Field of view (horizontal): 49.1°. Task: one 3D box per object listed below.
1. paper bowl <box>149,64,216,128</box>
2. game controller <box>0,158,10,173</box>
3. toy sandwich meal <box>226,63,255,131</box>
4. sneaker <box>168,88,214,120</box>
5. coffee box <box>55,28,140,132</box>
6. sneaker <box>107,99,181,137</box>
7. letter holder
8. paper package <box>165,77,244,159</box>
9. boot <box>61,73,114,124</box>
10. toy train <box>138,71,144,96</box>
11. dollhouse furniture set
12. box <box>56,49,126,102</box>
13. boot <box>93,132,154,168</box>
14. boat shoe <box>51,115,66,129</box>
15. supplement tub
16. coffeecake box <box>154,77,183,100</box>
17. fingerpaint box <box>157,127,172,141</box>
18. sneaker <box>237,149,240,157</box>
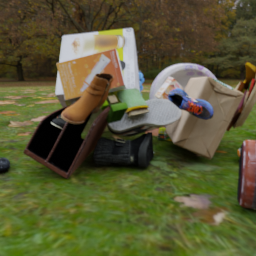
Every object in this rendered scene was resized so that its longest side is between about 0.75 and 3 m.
[{"bbox_3d":[2.219,-1.214,11.364,2.734,2.734,1.422,-1,14,-4],"label":"paper bowl"},{"bbox_3d":[-4.362,1.129,7.820,1.971,0.415,1.028,-4,-2,-21],"label":"game controller"},{"bbox_3d":[3.809,-1.049,9.465,0.845,2.466,2.466,25,20,16],"label":"toy sandwich meal"},{"bbox_3d":[1.642,-0.599,7.600,1.396,0.526,0.548,30,30,24],"label":"sneaker"},{"bbox_3d":[-0.993,-1.711,10.888,2.749,2.775,2.779,-4,-29,5],"label":"coffee box"},{"bbox_3d":[0.472,-0.305,8.949,2.361,0.926,0.938,-9,-16,-10],"label":"sneaker"},{"bbox_3d":[-1.526,-0.081,8.439,1.396,1.973,2.775,31,14,1],"label":"letter holder"},{"bbox_3d":[2.352,-0.438,9.320,1.270,2.339,2.454,24,9,-3],"label":"paper package"},{"bbox_3d":[-0.917,-0.722,6.675,0.553,1.119,1.441,43,35,17],"label":"boot"},{"bbox_3d":[0.213,-1.921,12.848,0.881,1.542,0.669,5,-16,12],"label":"toy train"},{"bbox_3d":[-0.044,-0.822,8.088,1.446,0.947,0.726,-15,-23,-25],"label":"dollhouse furniture set"},{"bbox_3d":[-1.075,-1.554,8.478,1.807,1.124,0.881,-14,2,3],"label":"box"},{"bbox_3d":[-0.072,0.625,8.872,1.636,0.824,2.189,0,9,14],"label":"boot"},{"bbox_3d":[-1.815,-0.188,7.752,0.434,0.372,1.187,31,4,-3],"label":"boat shoe"},{"bbox_3d":[3.624,1.029,5.475,2.720,1.455,1.455,3,12,20],"label":"supplement tub"},{"bbox_3d":[1.470,-1.283,10.048,0.664,0.865,0.316,35,3,-37],"label":"coffeecake box"},{"bbox_3d":[1.583,0.257,11.635,0.665,0.292,0.797,6,20,7],"label":"fingerpaint box"},{"bbox_3d":[4.530,0.581,8.502,2.314,1.064,0.876,1,11,6],"label":"sneaker"}]
